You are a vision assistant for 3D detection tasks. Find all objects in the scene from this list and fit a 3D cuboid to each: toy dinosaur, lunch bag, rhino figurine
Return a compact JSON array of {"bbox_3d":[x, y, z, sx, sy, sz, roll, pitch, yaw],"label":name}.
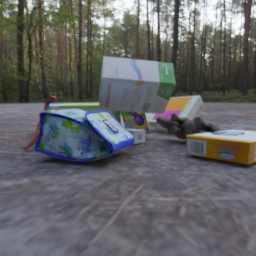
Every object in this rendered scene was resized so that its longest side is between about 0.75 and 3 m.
[{"bbox_3d":[-1.942,-0.213,6.672,1.267,1.150,0.665,-10,-24,-37],"label":"toy dinosaur"},{"bbox_3d":[-0.794,0.153,5.695,1.630,1.039,1.386,15,10,16],"label":"lunch bag"},{"bbox_3d":[1.489,0.013,7.446,0.916,0.626,2.095,22,-4,-39],"label":"rhino figurine"}]

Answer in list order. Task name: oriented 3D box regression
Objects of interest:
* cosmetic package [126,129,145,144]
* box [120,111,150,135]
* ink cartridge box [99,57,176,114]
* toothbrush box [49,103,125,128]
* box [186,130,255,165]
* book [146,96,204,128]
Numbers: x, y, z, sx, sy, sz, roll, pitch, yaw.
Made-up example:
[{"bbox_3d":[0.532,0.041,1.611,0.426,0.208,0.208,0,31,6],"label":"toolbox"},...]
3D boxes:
[{"bbox_3d":[-0.032,0.208,7.541,0.898,0.364,0.507,6,6,40],"label":"cosmetic package"},{"bbox_3d":[0.169,-0.443,8.352,0.686,1.125,1.083,-14,22,6],"label":"box"},{"bbox_3d":[0.159,-1.007,6.899,1.711,0.748,1.243,2,-31,-7],"label":"ink cartridge box"},{"bbox_3d":[-1.333,-0.315,9.265,2.329,1.003,1.696,2,7,10],"label":"toothbrush box"},{"bbox_3d":[2.439,0.338,6.054,2.235,0.464,1.331,-2,5,-43],"label":"box"},{"bbox_3d":[1.421,-0.530,9.773,1.999,0.480,1.336,5,43,46],"label":"book"}]
